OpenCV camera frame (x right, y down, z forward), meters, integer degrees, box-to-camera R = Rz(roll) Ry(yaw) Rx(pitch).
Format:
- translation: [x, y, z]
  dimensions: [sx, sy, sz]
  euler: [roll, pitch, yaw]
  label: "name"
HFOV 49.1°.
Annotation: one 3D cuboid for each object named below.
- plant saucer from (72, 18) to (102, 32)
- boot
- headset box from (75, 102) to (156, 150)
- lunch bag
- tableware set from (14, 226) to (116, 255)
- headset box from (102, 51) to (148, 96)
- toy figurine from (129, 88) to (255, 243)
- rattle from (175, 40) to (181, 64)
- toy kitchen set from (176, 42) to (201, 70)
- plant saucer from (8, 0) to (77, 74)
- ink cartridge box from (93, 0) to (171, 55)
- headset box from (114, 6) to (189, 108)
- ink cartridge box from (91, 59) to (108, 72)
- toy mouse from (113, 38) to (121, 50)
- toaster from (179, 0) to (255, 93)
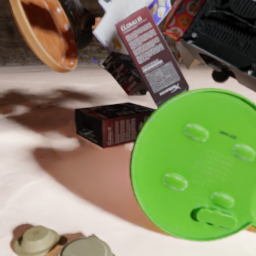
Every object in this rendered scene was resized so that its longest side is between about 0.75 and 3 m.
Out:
- translation: [-1.337, -3.813, 10.508]
  dimensions: [1.507, 0.243, 1.507]
  euler: [-4, 34, 3]
  label: "plant saucer"
- translation: [-1.677, -3.389, 8.676]
  dimensions: [0.581, 1.677, 1.460]
  euler: [-29, 74, -37]
  label: "boot"
- translation: [-0.389, -0.137, 8.072]
  dimensions: [2.194, 0.847, 1.633]
  euler: [-12, 20, -34]
  label: "headset box"
- translation: [1.248, -2.525, 5.656]
  dimensions: [0.538, 1.313, 1.157]
  euler: [27, 55, -12]
  label: "lunch bag"
- translation: [-1.090, 1.598, 3.126]
  dimensions: [1.451, 0.202, 1.737]
  euler: [10, 18, 34]
  label: "tableware set"
- translation: [0.061, -1.321, 7.169]
  dimensions: [1.246, 0.481, 0.927]
  euler: [52, 27, 12]
  label: "headset box"
- translation: [1.235, 0.492, 4.822]
  dimensions: [2.710, 2.034, 2.494]
  euler: [21, 4, -7]
  label: "toy figurine"
- translation: [2.357, -3.148, 9.969]
  dimensions: [1.654, 2.315, 1.507]
  euler: [10, -24, -12]
  label: "rattle"
- translation: [2.657, -2.362, 6.878]
  dimensions: [2.188, 2.425, 1.978]
  euler: [-13, -19, -20]
  label: "toy kitchen set"
- translation: [-2.104, -2.612, 7.029]
  dimensions: [0.423, 2.619, 2.619]
  euler: [-19, 12, 14]
  label: "plant saucer"
- translation: [0.093, -3.062, 7.556]
  dimensions: [0.529, 2.436, 2.413]
  euler: [38, 2, 19]
  label: "ink cartridge box"
- translation: [0.432, -1.206, 5.007]
  dimensions: [0.646, 1.673, 1.245]
  euler: [-28, -6, 8]
  label: "headset box"
- translation: [-0.701, -2.341, 10.781]
  dimensions: [1.116, 0.242, 1.106]
  euler: [6, -9, 26]
  label: "ink cartridge box"
- translation: [0.208, -2.717, 9.655]
  dimensions: [1.987, 2.236, 0.433]
  euler: [12, -7, -44]
  label: "toy mouse"
- translation: [2.576, -1.720, 4.370]
  dimensions: [2.491, 2.755, 1.635]
  euler: [36, 8, 21]
  label: "toaster"
